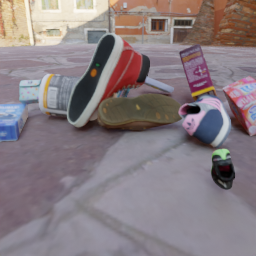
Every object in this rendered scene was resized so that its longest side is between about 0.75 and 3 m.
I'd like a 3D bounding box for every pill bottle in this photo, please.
[{"bbox_3d":[-1.512,-0.920,8.725,2.217,1.290,1.290,8,20,2],"label":"pill bottle"}]

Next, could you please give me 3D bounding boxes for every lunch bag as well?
[{"bbox_3d":[-3.049,-1.169,8.810,0.653,0.767,0.468,-5,-17,-3],"label":"lunch bag"}]

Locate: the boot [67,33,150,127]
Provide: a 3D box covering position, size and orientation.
[{"bbox_3d":[-0.440,-1.064,8.004,0.971,2.682,1.935,40,14,37],"label":"boot"}]

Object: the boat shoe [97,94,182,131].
[{"bbox_3d":[0.331,-0.388,7.871,2.492,0.897,0.841,-3,-21,-19],"label":"boat shoe"}]

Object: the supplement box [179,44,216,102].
[{"bbox_3d":[2.507,-1.917,10.055,0.766,1.788,0.987,-18,-16,19],"label":"supplement box"}]

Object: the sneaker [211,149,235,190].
[{"bbox_3d":[1.541,0.751,4.558,0.359,0.934,0.391,-15,42,14],"label":"sneaker"}]

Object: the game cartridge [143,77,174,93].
[{"bbox_3d":[1.184,-1.821,11.816,1.421,0.288,0.947,20,1,-6],"label":"game cartridge"}]

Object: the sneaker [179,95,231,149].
[{"bbox_3d":[1.897,-0.455,7.482,1.109,0.948,2.703,24,20,-3],"label":"sneaker"}]

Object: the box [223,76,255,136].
[{"bbox_3d":[3.569,-0.699,8.190,0.933,0.975,1.955,-25,18,15],"label":"box"}]

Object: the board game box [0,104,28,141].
[{"bbox_3d":[-4.154,-0.179,8.004,2.189,0.475,2.178,-3,20,-11],"label":"board game box"}]

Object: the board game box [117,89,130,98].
[{"bbox_3d":[-0.368,-1.244,9.816,0.296,1.262,0.953,23,10,-30],"label":"board game box"}]
